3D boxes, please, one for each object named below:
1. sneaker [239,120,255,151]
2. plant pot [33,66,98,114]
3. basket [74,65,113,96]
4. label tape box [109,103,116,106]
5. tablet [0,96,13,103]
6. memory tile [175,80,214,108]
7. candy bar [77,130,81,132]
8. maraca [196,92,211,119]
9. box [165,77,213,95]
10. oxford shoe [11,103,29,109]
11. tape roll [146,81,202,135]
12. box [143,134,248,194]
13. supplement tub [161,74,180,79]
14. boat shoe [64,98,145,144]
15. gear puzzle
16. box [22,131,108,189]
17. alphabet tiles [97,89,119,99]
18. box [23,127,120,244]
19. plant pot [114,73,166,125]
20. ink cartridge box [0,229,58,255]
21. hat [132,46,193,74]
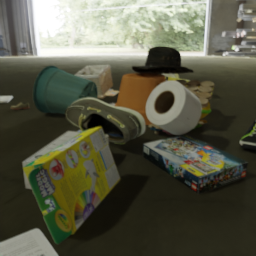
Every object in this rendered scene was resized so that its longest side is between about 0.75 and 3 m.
[{"bbox_3d":[3.893,0.069,8.478,0.720,0.831,2.008,11,21,31],"label":"sneaker"},{"bbox_3d":[-2.417,-1.352,11.376,1.951,1.992,1.992,16,23,18],"label":"plant pot"},{"bbox_3d":[-1.599,-2.251,13.259,1.349,1.085,1.337,4,34,22],"label":"basket"},{"bbox_3d":[-0.706,-0.924,12.345,0.826,0.262,0.596,6,20,18],"label":"label tape box"},{"bbox_3d":[-6.958,-1.410,14.071,1.994,0.136,1.298,-3,18,-10],"label":"tablet"},{"bbox_3d":[2.252,-1.288,10.152,1.548,0.170,2.019,8,33,21],"label":"memory tile"},{"bbox_3d":[-1.597,0.241,8.931,0.496,0.220,1.988,6,19,20],"label":"candy bar"},{"bbox_3d":[2.337,-0.804,10.364,1.325,1.034,1.933,23,19,27],"label":"maraca"},{"bbox_3d":[3.104,-2.197,14.808,2.563,0.642,0.964,9,12,-3],"label":"box"},{"bbox_3d":[-4.859,-0.997,12.561,0.784,0.290,0.278,-7,20,-21],"label":"oxford shoe"},{"bbox_3d":[1.284,-0.557,7.972,0.918,1.337,1.337,26,-3,-42],"label":"tape roll"},{"bbox_3d":[1.562,0.786,6.977,1.487,0.410,2.177,-10,21,-27],"label":"box"},{"bbox_3d":[2.385,-2.719,16.353,1.171,1.171,1.615,6,19,17],"label":"supplement tub"},{"bbox_3d":[-0.943,-0.220,8.504,2.991,1.069,0.894,13,31,34],"label":"boat shoe"},{"bbox_3d":[1.860,-0.054,9.773,2.371,0.310,1.228,-11,13,-40],"label":"gear puzzle"},{"bbox_3d":[-1.372,0.741,6.755,1.243,0.641,2.131,5,19,14],"label":"box"},{"bbox_3d":[-1.527,-1.915,15.572,1.884,0.141,1.926,4,19,14],"label":"alphabet tiles"},{"bbox_3d":[-0.967,0.925,5.129,0.537,1.302,2.219,-14,11,24],"label":"box"},{"bbox_3d":[0.605,-1.251,11.142,2.396,1.677,2.396,-1,17,0],"label":"plant pot"},{"bbox_3d":[-0.956,2.078,2.409,1.410,0.831,2.450,-14,23,-35],"label":"ink cartridge box"},{"bbox_3d":[1.352,-2.641,10.900,2.388,0.963,2.388,3,7,0],"label":"hat"}]
